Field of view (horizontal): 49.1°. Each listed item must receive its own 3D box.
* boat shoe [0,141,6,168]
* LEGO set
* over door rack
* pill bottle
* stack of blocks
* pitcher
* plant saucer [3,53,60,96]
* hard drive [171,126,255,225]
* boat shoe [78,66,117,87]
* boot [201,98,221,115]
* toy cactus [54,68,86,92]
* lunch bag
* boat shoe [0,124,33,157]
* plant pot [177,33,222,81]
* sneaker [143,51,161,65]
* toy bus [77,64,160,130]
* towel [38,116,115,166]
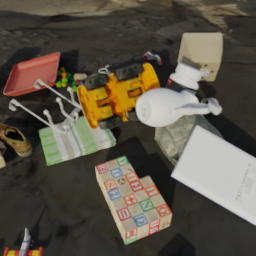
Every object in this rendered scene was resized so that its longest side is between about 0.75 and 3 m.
[{"bbox_3d":[-4.654,0.792,9.901,0.611,0.652,1.767,-8,46,-23],"label":"boat shoe"},{"bbox_3d":[-2.745,3.615,7.000,2.085,0.512,1.558,31,48,28],"label":"LEGO set"},{"bbox_3d":[-3.019,-0.978,10.831,2.466,0.822,1.822,26,43,5],"label":"over door rack"},{"bbox_3d":[1.984,-1.387,10.901,1.167,2.050,1.167,20,20,-7],"label":"pill bottle"},{"bbox_3d":[0.078,2.020,8.471,1.408,0.716,2.446,-17,46,-17],"label":"stack of blocks"},{"bbox_3d":[1.446,-0.656,9.033,2.024,1.227,1.736,-10,17,-32],"label":"pitcher"},{"bbox_3d":[-4.339,-2.436,13.039,2.445,0.450,2.449,-14,44,6],"label":"plant saucer"},{"bbox_3d":[2.919,1.371,8.479,2.793,0.354,1.843,30,66,4],"label":"hard drive"},{"bbox_3d":[-1.117,-2.176,12.581,2.528,0.782,0.946,-22,68,-30],"label":"boat shoe"},{"bbox_3d":[3.027,-0.943,10.519,0.612,0.471,1.281,30,17,-14],"label":"boot"},{"bbox_3d":[-2.671,-2.322,13.043,1.528,0.947,1.852,-22,37,-35],"label":"toy cactus"},{"bbox_3d":[2.140,0.501,9.704,1.740,1.247,2.121,-14,41,-15],"label":"lunch bag"},{"bbox_3d":[-4.305,0.244,10.347,2.081,0.707,0.749,26,49,25],"label":"boat shoe"},{"bbox_3d":[3.485,-3.235,13.332,1.844,1.846,1.634,0,55,0],"label":"plant pot"},{"bbox_3d":[1.284,-3.537,14.533,0.462,0.499,1.239,-36,45,-13],"label":"sneaker"},{"bbox_3d":[-0.428,-1.292,11.059,2.887,1.959,2.771,-18,13,-6],"label":"toy bus"},{"bbox_3d":[-1.935,0.380,10.537,2.555,0.392,1.906,-17,44,-14],"label":"towel"}]
